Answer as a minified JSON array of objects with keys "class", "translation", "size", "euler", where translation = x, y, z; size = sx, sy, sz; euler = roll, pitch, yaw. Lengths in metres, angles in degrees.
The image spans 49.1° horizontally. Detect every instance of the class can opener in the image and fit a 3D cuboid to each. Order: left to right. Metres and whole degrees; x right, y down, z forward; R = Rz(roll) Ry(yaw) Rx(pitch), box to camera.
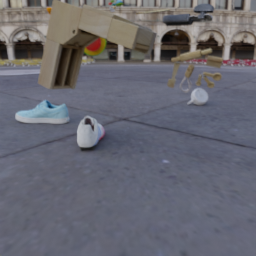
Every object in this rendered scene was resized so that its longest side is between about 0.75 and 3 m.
[{"class":"can opener","translation":[2.690,-5.041,12.548],"size":[2.327,0.778,0.621],"euler":[12,1,34]}]

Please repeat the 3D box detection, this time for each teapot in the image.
[{"class":"teapot","translation":[3.788,-1.614,15.252],"size":[0.983,0.970,0.718],"euler":[19,-24,-12]}]

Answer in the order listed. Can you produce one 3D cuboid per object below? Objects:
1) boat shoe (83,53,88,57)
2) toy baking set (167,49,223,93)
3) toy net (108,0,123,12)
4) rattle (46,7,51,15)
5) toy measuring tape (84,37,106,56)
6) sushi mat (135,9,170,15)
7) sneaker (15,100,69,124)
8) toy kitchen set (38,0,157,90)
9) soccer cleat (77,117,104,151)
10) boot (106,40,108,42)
[{"class":"boat shoe","translation":[-1.825,-4.194,13.621],"size":[1.990,0.708,0.623],"euler":[-55,11,-34]},{"class":"toy baking set","translation":[1.532,-1.311,6.683],"size":[1.480,1.136,0.172],"euler":[-4,45,28]},{"class":"toy net","translation":[-0.544,-4.595,10.646],"size":[0.496,0.183,0.945],"euler":[-16,4,-19]},{"class":"rattle","translation":[-2.842,-4.055,11.837],"size":[1.080,1.659,1.185],"euler":[21,12,38]},{"class":"toy measuring tape","translation":[-1.788,-2.948,10.785],"size":[2.974,1.094,1.094],"euler":[-38,12,11]},{"class":"sushi mat","translation":[1.067,-4.994,12.043],"size":[1.363,0.082,0.652],"euler":[-14,23,-19]},{"class":"sneaker","translation":[-3.592,-0.716,11.715],"size":[2.280,0.934,0.843],"euler":[1,15,3]},{"class":"toy kitchen set","translation":[-0.685,-2.077,8.439],"size":[2.798,2.524,2.283],"euler":[27,21,24]},{"class":"soccer cleat","translation":[-1.190,0.004,9.228],"size":[0.760,0.939,2.174],"euler":[0,16,0]},{"class":"boot","translation":[-1.033,-4.288,12.473],"size":[0.648,0.936,0.363],"euler":[19,55,-18]}]
